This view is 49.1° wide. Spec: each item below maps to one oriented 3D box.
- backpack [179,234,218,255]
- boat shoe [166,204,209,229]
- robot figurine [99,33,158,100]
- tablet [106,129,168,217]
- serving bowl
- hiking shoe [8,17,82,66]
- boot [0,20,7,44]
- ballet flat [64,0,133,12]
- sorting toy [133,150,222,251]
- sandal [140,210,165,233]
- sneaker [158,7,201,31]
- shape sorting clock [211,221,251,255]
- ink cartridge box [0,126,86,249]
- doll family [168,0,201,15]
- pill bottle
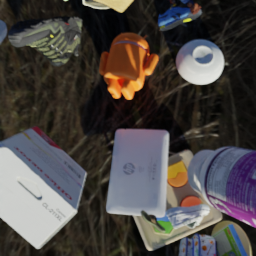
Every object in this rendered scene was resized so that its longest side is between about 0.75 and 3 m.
[{"bbox_3d":[1.565,2.835,6.189,0.835,1.033,1.084,9,56,-5],"label":"backpack"},{"bbox_3d":[1.315,1.932,6.010,1.308,0.481,0.437,7,57,-37],"label":"boat shoe"},{"bbox_3d":[-0.014,-2.128,9.311,1.352,1.668,2.319,22,72,-32],"label":"robot figurine"},{"bbox_3d":[0.318,1.302,8.659,1.758,0.184,2.701,1,66,11],"label":"tablet"},{"bbox_3d":[2.549,-2.396,9.791,1.685,0.554,1.685,0,75,1],"label":"serving bowl"},{"bbox_3d":[-1.804,-2.021,6.732,0.879,2.321,1.169,9,116,25],"label":"hiking shoe"},{"bbox_3d":[-3.627,-1.419,6.341,0.901,1.171,2.450,27,55,6],"label":"boot"},{"bbox_3d":[-1.068,-3.125,6.240,2.636,0.831,0.905,5,61,-26],"label":"ballet flat"},{"bbox_3d":[1.308,2.157,8.601,2.539,0.463,2.350,-22,76,-6],"label":"sorting toy"},{"bbox_3d":[0.676,2.433,7.394,0.819,0.325,0.234,37,106,2],"label":"sandal"},{"bbox_3d":[1.477,-3.406,8.379,0.505,1.534,0.601,-11,97,-39],"label":"sneaker"},{"bbox_3d":[2.299,2.683,6.310,0.217,1.108,1.108,5,73,-25],"label":"shape sorting clock"},{"bbox_3d":[-2.088,1.116,6.384,1.104,2.667,1.944,-44,98,2],"label":"ink cartridge box"},{"bbox_3d":[1.265,-3.794,7.579,0.854,1.257,2.175,-25,48,33],"label":"doll family"},{"bbox_3d":[2.409,1.156,5.720,1.449,2.581,1.449,-2,95,-24],"label":"pill bottle"}]
